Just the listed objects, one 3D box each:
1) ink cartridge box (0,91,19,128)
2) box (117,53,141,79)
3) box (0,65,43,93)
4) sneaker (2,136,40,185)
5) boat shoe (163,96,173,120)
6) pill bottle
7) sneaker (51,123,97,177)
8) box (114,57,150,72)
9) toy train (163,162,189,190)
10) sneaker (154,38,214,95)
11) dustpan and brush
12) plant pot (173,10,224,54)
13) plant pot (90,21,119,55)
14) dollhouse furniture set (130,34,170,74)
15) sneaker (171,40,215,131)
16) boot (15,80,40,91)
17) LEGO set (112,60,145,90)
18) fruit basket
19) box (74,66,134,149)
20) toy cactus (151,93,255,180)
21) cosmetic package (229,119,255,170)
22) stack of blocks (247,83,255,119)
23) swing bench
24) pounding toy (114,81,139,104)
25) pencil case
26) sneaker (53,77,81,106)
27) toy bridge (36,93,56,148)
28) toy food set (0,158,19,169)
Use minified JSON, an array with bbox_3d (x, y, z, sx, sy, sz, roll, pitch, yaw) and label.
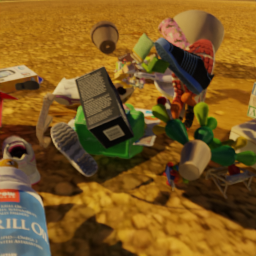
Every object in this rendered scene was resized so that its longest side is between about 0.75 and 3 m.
[{"bbox_3d":[-4.661,-0.626,7.908,2.158,1.031,2.459,3,-5,5],"label":"ink cartridge box"},{"bbox_3d":[0.073,-2.831,12.880,0.656,0.491,1.310,-27,51,-1],"label":"box"},{"bbox_3d":[-5.205,-2.048,11.991,2.855,0.592,1.700,-23,37,-31],"label":"box"},{"bbox_3d":[-2.757,0.630,7.116,0.783,0.849,1.924,-18,35,-28],"label":"sneaker"},{"bbox_3d":[1.174,-0.483,8.096,0.331,0.350,1.001,17,44,-44],"label":"boat shoe"},{"bbox_3d":[-2.061,1.782,4.582,1.418,1.418,2.526,-11,33,-18],"label":"pill bottle"},{"bbox_3d":[-1.380,0.587,6.856,0.588,0.646,1.574,-31,78,-24],"label":"sneaker"},{"bbox_3d":[0.263,-3.168,14.031,1.160,0.453,1.903,17,34,28],"label":"box"},{"bbox_3d":[1.199,1.224,6.635,0.533,0.390,0.922,9,29,-11],"label":"toy train"},{"bbox_3d":[1.421,-1.652,6.988,0.690,1.771,0.621,-47,18,-5],"label":"sneaker"},{"bbox_3d":[1.248,-1.823,10.598,2.130,0.610,1.487,2,70,-6],"label":"dustpan and brush"},{"bbox_3d":[3.168,-4.053,13.821,2.763,2.763,1.855,11,66,18],"label":"plant pot"},{"bbox_3d":[-1.305,-5.152,16.457,1.731,1.731,1.510,-5,47,-9],"label":"plant pot"},{"bbox_3d":[0.416,-1.832,6.993,0.518,0.671,1.342,4,39,-43],"label":"dollhouse furniture set"},{"bbox_3d":[1.846,-1.270,8.294,1.078,2.768,1.137,25,39,18],"label":"sneaker"},{"bbox_3d":[-2.929,-1.306,8.531,0.879,0.307,0.578,5,12,20],"label":"boot"},{"bbox_3d":[-0.035,-1.375,6.699,0.690,0.558,1.499,2,-9,13],"label":"LEGO set"},{"bbox_3d":[-0.395,-0.241,8.180,2.618,1.325,2.826,6,28,11],"label":"fruit basket"},{"bbox_3d":[-0.522,-0.438,6.219,0.753,1.045,1.407,-23,59,6],"label":"box"},{"bbox_3d":[1.559,0.386,6.477,2.744,1.403,2.264,38,38,2],"label":"toy cactus"},{"bbox_3d":[3.821,0.670,7.079,1.184,0.836,2.288,-17,34,-27],"label":"cosmetic package"},{"bbox_3d":[4.858,-0.302,8.057,0.771,1.515,2.631,-20,36,-31],"label":"stack of blocks"},{"bbox_3d":[2.382,1.145,6.566,0.773,0.504,0.777,-11,34,-21],"label":"swing bench"},{"bbox_3d":[-0.112,-1.105,7.876,1.156,1.015,0.529,-39,84,-27],"label":"pounding toy"},{"bbox_3d":[1.833,-3.372,10.813,0.767,0.802,1.853,11,51,-54],"label":"pencil case"},{"bbox_3d":[-1.515,-1.356,10.119,2.414,0.904,1.203,9,61,12],"label":"sneaker"},{"bbox_3d":[-1.862,-0.092,6.248,0.201,1.476,0.496,20,39,1],"label":"toy bridge"},{"bbox_3d":[-3.595,1.004,6.147,2.450,1.170,1.102,-8,31,-8],"label":"toy food set"}]
